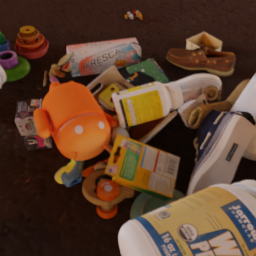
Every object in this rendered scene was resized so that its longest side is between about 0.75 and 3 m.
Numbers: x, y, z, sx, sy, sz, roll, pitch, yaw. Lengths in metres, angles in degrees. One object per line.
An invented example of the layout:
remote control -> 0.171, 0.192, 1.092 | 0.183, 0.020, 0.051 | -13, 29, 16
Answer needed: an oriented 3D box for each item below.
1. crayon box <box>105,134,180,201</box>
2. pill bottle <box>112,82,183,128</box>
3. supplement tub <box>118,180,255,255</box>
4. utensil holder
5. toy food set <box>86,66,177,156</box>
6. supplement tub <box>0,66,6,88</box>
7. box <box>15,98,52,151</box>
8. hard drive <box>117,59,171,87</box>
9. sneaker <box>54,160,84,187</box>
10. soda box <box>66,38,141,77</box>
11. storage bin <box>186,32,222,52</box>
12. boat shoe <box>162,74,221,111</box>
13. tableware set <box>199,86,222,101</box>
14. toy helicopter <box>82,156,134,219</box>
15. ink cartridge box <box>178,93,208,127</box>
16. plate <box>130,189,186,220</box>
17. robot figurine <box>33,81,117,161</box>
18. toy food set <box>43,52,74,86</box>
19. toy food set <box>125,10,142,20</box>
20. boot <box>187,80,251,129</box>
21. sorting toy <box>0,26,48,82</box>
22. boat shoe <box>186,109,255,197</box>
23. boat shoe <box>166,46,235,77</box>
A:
crayon box -> 0.327, 0.956, 6.775 | 1.703, 0.439, 1.071 | 22, 61, -9
pill bottle -> 0.525, -0.677, 7.576 | 1.774, 0.987, 0.987 | -16, 49, -1
supplement tub -> 1.448, 2.260, 5.177 | 2.830, 2.047, 2.047 | -18, 50, -18
utensil holder -> 3.610, -0.328, 7.505 | 1.604, 1.888, 1.604 | 11, 41, -10
toy food set -> -0.304, -0.508, 8.144 | 2.054, 0.865, 2.862 | -42, 58, -9
supplement tub -> -5.014, -1.444, 9.193 | 1.235, 1.235, 1.707 | 18, 49, 16
box -> -2.639, -0.068, 7.909 | 0.721, 1.257, 0.830 | -8, 47, -5
hard drive -> 0.271, -1.612, 9.756 | 2.025, 0.383, 1.415 | -23, 58, -12
sneaker -> -1.356, 1.116, 7.452 | 0.612, 0.441, 1.165 | 37, 64, 15
soda box -> -0.909, -2.671, 10.583 | 2.699, 0.858, 0.923 | -10, 48, -8
storage bin -> 3.080, -3.334, 11.440 | 1.054, 0.494, 1.046 | -29, 53, -25
boat shoe -> 1.673, -0.980, 8.952 | 2.844, 1.024, 0.974 | -8, 54, -8
tableware set -> 2.555, -0.767, 8.705 | 0.713, 1.078, 0.216 | -1, 20, -2
toy helicopter -> -0.238, 1.210, 7.195 | 2.114, 0.834, 1.398 | -25, 46, -33
ink cartridge box -> 1.998, -0.557, 8.496 | 0.913, 0.735, 0.229 | -43, 41, -7
plate -> 0.860, 2.070, 6.664 | 1.618, 0.207, 1.618 | 0, 47, 0
robot figurine -> -1.338, -0.192, 7.317 | 1.452, 1.791, 2.490 | -39, 55, 10
toy food set -> -2.415, -1.981, 9.893 | 1.484, 0.234, 0.944 | -21, 57, 32
toy food set -> 0.273, -5.391, 13.519 | 0.818, 0.368, 0.390 | -4, 59, 21
boot -> 2.716, -0.656, 8.157 | 1.730, 1.515, 0.572 | -11, 48, -28
sorting toy -> -4.317, -3.048, 10.728 | 1.676, 1.145, 2.790 | 16, 50, 14
boat shoe -> 2.096, 0.712, 7.165 | 2.626, 0.980, 1.218 | -57, 25, -2
boat shoe -> 2.747, -2.692, 10.586 | 2.575, 0.870, 0.927 | 15, 49, 14
